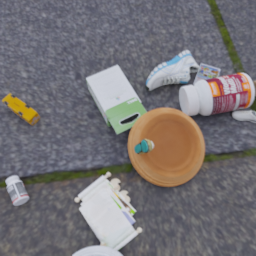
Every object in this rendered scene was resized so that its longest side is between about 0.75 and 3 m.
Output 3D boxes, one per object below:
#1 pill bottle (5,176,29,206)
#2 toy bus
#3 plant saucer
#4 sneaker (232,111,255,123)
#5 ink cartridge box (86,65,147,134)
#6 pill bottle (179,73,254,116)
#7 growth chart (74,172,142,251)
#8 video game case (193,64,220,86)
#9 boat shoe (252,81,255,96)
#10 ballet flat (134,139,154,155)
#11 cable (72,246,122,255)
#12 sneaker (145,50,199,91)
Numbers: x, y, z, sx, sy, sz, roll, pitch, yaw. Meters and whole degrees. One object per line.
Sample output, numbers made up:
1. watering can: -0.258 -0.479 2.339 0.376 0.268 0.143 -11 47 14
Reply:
1. pill bottle: -3.874 2.169 9.738 0.542 0.542 0.935 -28 67 -13
2. toy bus: -4.273 -0.745 11.155 1.505 0.589 0.490 33 70 15
3. plant saucer: 1.448 0.638 10.039 2.894 0.542 2.894 2 78 -10
4. sneaker: 4.723 -0.529 11.134 1.122 0.452 0.429 7 66 5
5. ink cartridge box: -0.427 -1.016 11.148 1.465 0.837 2.821 -25 66 -12
6. pill bottle: 3.407 -1.253 10.957 2.562 1.403 1.403 -11 64 -6
7. growth chart: -0.654 2.889 9.561 1.805 0.221 2.494 -29 67 -14
8. video game case: 3.413 -2.178 12.137 0.897 0.113 1.253 20 65 10
9. boat shoe: 6.036 -1.059 11.158 0.819 0.909 2.527 -29 61 -8
10. ballet flat: 0.572 0.594 8.925 0.468 1.324 0.468 3 78 -15
11. cable: -0.927 4.739 8.237 2.373 0.821 2.372 30 74 14
12. sneaker: 1.922 -2.204 11.706 2.668 1.000 1.156 -35 74 -16
